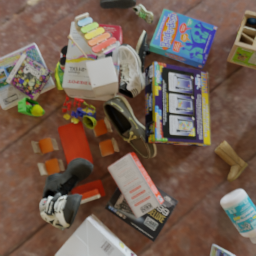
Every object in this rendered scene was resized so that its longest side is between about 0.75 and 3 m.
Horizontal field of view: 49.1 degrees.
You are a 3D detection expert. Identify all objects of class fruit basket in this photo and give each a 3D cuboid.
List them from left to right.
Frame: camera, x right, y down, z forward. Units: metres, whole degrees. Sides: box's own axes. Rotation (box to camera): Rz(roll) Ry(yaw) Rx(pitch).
[{"bbox_3d":[-3.657,-0.758,10.811,0.959,0.959,0.691,-6,80,-1],"label":"fruit basket"}]

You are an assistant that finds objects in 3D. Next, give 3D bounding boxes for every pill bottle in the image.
[{"bbox_3d":[4.213,3.196,10.074,0.984,0.984,1.777,-33,82,-5],"label":"pill bottle"}]

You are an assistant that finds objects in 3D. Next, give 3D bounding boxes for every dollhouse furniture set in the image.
[{"bbox_3d":[-1.748,1.204,10.154,2.931,1.510,2.899,-18,81,-3],"label":"dollhouse furniture set"}]

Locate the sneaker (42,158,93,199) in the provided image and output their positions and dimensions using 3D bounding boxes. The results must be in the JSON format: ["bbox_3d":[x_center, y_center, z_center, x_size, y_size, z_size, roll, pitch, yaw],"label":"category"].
[{"bbox_3d":[-2.094,1.890,9.703,2.283,1.036,0.867,-36,114,25],"label":"sneaker"}]

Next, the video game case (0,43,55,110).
[{"bbox_3d":[-4.399,-2.097,11.376,2.255,0.267,2.052,-26,81,-4],"label":"video game case"}]

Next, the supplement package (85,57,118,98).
[{"bbox_3d":[-0.857,-1.675,9.545,0.876,1.462,0.887,-14,85,-3],"label":"supplement package"}]

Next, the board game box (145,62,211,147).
[{"bbox_3d":[1.845,-0.811,10.464,2.400,0.823,2.904,6,79,-23],"label":"board game box"}]

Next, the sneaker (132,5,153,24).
[{"bbox_3d":[0.574,-4.663,11.577,0.524,0.455,1.183,-19,56,-34],"label":"sneaker"}]

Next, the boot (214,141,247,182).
[{"bbox_3d":[3.784,1.289,10.726,1.244,0.411,1.089,45,70,6],"label":"boot"}]

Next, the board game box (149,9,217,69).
[{"bbox_3d":[2.244,-3.651,11.510,2.337,0.526,1.777,20,81,3],"label":"board game box"}]

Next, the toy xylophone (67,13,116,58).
[{"bbox_3d":[-1.330,-3.235,10.108,1.769,0.444,1.295,44,59,-1],"label":"toy xylophone"}]

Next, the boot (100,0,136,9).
[{"bbox_3d":[-0.452,-6.085,11.943,1.561,0.622,1.894,0,76,-2],"label":"boot"}]

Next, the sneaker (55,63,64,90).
[{"bbox_3d":[-2.697,-2.085,11.351,0.493,0.437,1.179,-2,76,-26],"label":"sneaker"}]

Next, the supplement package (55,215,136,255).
[{"bbox_3d":[-1.087,4.470,9.694,2.237,1.240,1.742,41,83,8],"label":"supplement package"}]

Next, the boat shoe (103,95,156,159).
[{"bbox_3d":[0.035,0.071,10.444,0.814,0.973,2.723,-31,87,-48],"label":"boat shoe"}]

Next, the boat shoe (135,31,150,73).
[{"bbox_3d":[0.600,-3.033,11.345,0.605,0.682,1.824,17,72,-8],"label":"boat shoe"}]

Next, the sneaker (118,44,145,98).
[{"bbox_3d":[-0.006,-2.012,10.435,0.766,2.031,1.168,-1,38,32],"label":"sneaker"}]

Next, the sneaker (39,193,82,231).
[{"bbox_3d":[-2.261,2.624,8.929,1.146,2.590,0.960,28,51,-11],"label":"sneaker"}]

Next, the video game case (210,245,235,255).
[{"bbox_3d":[3.262,5.021,9.410,0.179,1.478,1.624,14,86,-29],"label":"video game case"}]

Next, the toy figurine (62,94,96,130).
[{"bbox_3d":[-1.497,-0.615,10.489,1.791,1.073,0.945,23,108,35],"label":"toy figurine"}]

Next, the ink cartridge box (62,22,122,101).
[{"bbox_3d":[-1.342,-2.568,11.013,1.976,1.123,2.712,5,80,1],"label":"ink cartridge box"}]

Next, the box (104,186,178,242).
[{"bbox_3d":[0.487,2.826,10.358,2.163,0.538,1.705,34,81,6],"label":"box"}]

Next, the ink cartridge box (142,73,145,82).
[{"bbox_3d":[1.100,-1.804,11.226,0.755,0.443,1.031,-26,79,-4],"label":"ink cartridge box"}]

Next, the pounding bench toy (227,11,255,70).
[{"bbox_3d":[5.308,-3.322,10.885,2.189,1.360,1.708,20,80,12],"label":"pounding bench toy"}]

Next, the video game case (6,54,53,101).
[{"bbox_3d":[-3.855,-1.989,10.913,1.447,0.259,1.311,33,92,12],"label":"video game case"}]

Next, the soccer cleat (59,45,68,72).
[{"bbox_3d":[-2.524,-2.831,11.383,0.439,0.471,1.286,1,55,0],"label":"soccer cleat"}]

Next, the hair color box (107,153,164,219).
[{"bbox_3d":[0.253,1.978,9.800,1.022,0.617,2.014,-33,79,13],"label":"hair color box"}]
